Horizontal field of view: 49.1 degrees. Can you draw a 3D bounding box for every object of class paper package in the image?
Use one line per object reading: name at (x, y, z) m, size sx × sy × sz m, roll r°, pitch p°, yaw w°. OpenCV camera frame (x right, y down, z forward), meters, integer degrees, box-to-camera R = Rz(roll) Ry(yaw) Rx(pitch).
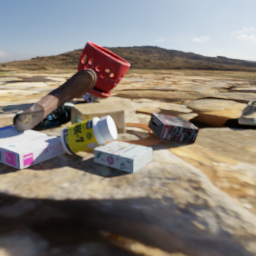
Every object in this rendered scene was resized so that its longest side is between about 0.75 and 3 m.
paper package at (-1.097, -0.321, 10.030) m, size 1.636 × 0.888 × 1.716 m, roll -8°, pitch 17°, yaw -23°

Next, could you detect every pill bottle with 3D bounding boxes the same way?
pill bottle at (-1.159, 0.201, 8.333) m, size 1.495 × 0.854 × 0.854 m, roll -18°, pitch 12°, yaw 12°

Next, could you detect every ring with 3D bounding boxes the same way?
ring at (-0.144, 0.274, 10.026) m, size 2.973 × 0.285 × 2.973 m, roll 0°, pitch 16°, yaw 0°

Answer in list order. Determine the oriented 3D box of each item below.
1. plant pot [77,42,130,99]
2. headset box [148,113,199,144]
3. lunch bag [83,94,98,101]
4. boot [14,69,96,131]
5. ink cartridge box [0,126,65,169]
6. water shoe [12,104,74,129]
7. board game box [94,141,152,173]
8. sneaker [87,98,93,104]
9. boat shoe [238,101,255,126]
plant pot at (-1.731, -3.401, 17.144) m, size 2.942 × 2.679 × 2.942 m, roll 26°, pitch 16°, yaw -8°
headset box at (1.456, 0.001, 9.579) m, size 1.518 × 0.569 × 1.128 m, roll 9°, pitch 19°, yaw -21°
lunch bag at (-2.426, -1.971, 17.978) m, size 0.783 × 0.485 × 0.665 m, roll -26°, pitch 26°, yaw -31°
boot at (-2.440, -0.973, 9.577) m, size 2.497 × 0.861 × 2.679 m, roll -32°, pitch 11°, yaw 22°
ink cartridge box at (-3.495, 0.499, 8.586) m, size 2.772 × 0.582 × 1.654 m, roll 13°, pitch 18°, yaw 32°
water shoe at (-3.252, -0.333, 11.195) m, size 2.562 × 0.916 × 1.011 m, roll -13°, pitch 18°, yaw -13°
board game box at (-0.143, 0.775, 7.841) m, size 1.324 × 0.426 × 0.977 m, roll 11°, pitch 18°, yaw 33°
sneaker at (-2.311, -1.661, 17.029) m, size 0.306 × 0.344 × 0.815 m, roll 1°, pitch 15°, yaw 3°
boat shoe at (5.478, -0.682, 12.399) m, size 0.946 × 0.851 × 2.621 m, roll 8°, pitch 17°, yaw 27°
